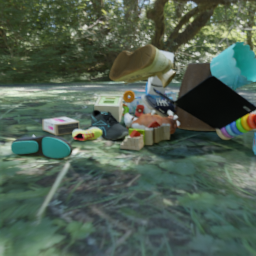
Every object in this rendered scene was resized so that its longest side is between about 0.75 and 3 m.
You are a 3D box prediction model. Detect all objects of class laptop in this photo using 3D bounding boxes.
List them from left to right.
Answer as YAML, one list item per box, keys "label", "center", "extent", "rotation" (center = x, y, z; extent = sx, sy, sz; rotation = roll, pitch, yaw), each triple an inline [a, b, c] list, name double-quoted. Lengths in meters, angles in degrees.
- label: "laptop"
  center: [2.372, -0.943, 9.074]
  extent: [2.164, 1.261, 2.442]
  rotation: [27, 11, -27]

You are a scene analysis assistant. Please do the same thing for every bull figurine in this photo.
- label: "bull figurine"
  center: [0.930, -0.228, 10.810]
  extent: [2.164, 0.705, 1.314]
  rotation: [13, 32, 27]

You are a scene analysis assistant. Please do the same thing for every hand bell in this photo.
- label: "hand bell"
  center: [0.729, -1.601, 7.605]
  extent: [1.048, 0.546, 0.546]
  rotation: [39, 23, 11]

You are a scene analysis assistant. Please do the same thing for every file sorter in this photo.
- label: "file sorter"
  center: [1.234, -1.562, 13.121]
  extent: [0.622, 1.014, 0.703]
  rotation: [-9, -26, -8]

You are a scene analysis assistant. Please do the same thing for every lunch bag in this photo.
- label: "lunch bag"
  center: [0.515, -1.270, 15.520]
  extent: [1.057, 0.899, 0.674]
  rotation: [-2, 13, -4]

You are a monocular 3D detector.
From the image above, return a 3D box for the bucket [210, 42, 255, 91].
- label: "bucket"
  center: [3.970, -2.227, 10.413]
  extent: [1.695, 1.695, 1.102]
  rotation: [-9, -10, -37]

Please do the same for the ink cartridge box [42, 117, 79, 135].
- label: "ink cartridge box"
  center: [-2.652, -0.083, 11.042]
  extent: [1.002, 0.457, 1.217]
  rotation: [-9, 16, -40]

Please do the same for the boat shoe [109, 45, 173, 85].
- label: "boat shoe"
  center: [0.205, -1.495, 7.104]
  extent: [0.716, 0.838, 2.285]
  rotation: [20, -2, -27]

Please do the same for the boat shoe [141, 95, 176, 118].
- label: "boat shoe"
  center: [1.302, -1.002, 11.521]
  extent: [0.747, 0.601, 1.611]
  rotation: [-31, -46, 30]

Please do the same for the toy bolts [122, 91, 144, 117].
- label: "toy bolts"
  center: [0.178, -1.180, 14.648]
  extent: [1.425, 1.361, 0.988]
  rotation: [17, 4, -6]

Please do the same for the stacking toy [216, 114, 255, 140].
- label: "stacking toy"
  center: [3.756, -0.141, 9.086]
  extent: [0.787, 0.787, 1.844]
  rotation: [-7, -9, -28]

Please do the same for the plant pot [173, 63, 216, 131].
- label: "plant pot"
  center: [3.124, -1.395, 11.821]
  extent: [2.444, 2.615, 2.444]
  rotation: [0, 12, 0]

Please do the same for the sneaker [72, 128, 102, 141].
- label: "sneaker"
  center: [-1.415, 0.273, 9.676]
  extent: [1.057, 0.413, 0.477]
  rotation: [-7, 18, -1]

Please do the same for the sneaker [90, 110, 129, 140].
- label: "sneaker"
  center: [-0.775, -0.120, 10.245]
  extent: [0.818, 0.860, 2.170]
  rotation: [-14, 19, -37]

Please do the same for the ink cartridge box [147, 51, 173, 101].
- label: "ink cartridge box"
  center: [1.337, -2.185, 12.007]
  extent: [0.750, 1.780, 1.287]
  rotation: [11, 56, -2]

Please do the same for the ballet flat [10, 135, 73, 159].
- label: "ballet flat"
  center: [-2.373, 0.501, 7.959]
  extent: [1.888, 0.690, 0.690]
  rotation: [1, 12, 13]

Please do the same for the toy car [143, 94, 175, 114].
- label: "toy car"
  center: [1.657, -1.263, 14.680]
  extent: [1.649, 1.237, 1.443]
  rotation: [6, 13, 25]

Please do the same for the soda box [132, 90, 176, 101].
- label: "soda box"
  center: [1.622, -1.873, 18.032]
  extent: [2.937, 1.004, 0.934]
  rotation: [11, 16, 42]

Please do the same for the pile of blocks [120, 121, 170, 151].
- label: "pile of blocks"
  center: [0.602, 0.135, 9.243]
  extent: [0.897, 0.679, 2.184]
  rotation: [12, 19, 42]

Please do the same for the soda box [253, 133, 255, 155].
- label: "soda box"
  center: [4.518, 0.509, 7.983]
  extent: [1.695, 0.575, 0.544]
  rotation: [4, 13, 17]

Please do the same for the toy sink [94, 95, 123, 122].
- label: "toy sink"
  center: [-0.763, -0.873, 11.706]
  extent: [1.003, 0.862, 1.539]
  rotation: [3, 26, 6]
